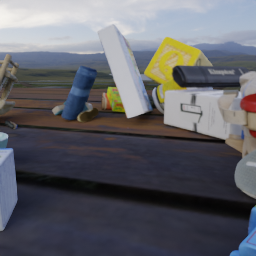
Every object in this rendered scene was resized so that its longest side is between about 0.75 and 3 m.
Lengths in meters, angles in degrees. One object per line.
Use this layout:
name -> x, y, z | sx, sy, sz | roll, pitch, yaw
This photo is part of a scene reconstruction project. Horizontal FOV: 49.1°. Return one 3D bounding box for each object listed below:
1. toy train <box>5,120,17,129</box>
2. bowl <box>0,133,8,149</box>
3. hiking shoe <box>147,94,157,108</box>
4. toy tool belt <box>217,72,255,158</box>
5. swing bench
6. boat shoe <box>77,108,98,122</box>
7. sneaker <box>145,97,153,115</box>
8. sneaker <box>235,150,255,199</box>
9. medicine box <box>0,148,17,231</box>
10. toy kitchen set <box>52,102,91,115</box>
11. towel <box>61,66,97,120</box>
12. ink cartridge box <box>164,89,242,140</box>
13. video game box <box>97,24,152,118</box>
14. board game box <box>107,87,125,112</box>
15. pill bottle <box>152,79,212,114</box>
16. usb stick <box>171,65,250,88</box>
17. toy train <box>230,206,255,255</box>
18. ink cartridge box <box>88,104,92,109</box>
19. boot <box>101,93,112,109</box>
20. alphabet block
toy train -> -3.585, -0.097, 8.596 | 0.214, 0.160, 0.935 | 11, 2, -36
bowl -> -2.665, 0.450, 4.931 | 1.079, 0.564, 1.079 | -1, 12, 0
hiking shoe -> 0.708, -1.210, 12.553 | 1.326, 0.668, 0.502 | 37, -23, -5
toy tool belt -> 2.586, 0.005, 4.858 | 1.737, 1.709, 2.782 | 1, 21, 34
swing bench -> -4.511, -1.301, 9.305 | 1.372, 2.114, 2.103 | 4, 4, -14
boat shoe -> -1.425, -0.411, 9.692 | 0.329, 0.367, 0.991 | -19, 6, 37
sneaker -> 0.756, -0.788, 11.392 | 0.391, 0.467, 1.055 | 19, 37, -9
sneaker -> 2.665, 0.675, 3.482 | 2.505, 0.881, 1.004 | -10, -39, 34
medicine box -> -1.622, 0.700, 3.320 | 0.411, 0.728, 0.799 | -2, 12, -10
toy kitchen set -> -2.113, -0.653, 10.749 | 1.158, 0.928, 0.682 | -35, -2, 22
towel -> -1.646, -1.168, 9.593 | 0.460, 1.894, 1.058 | 26, 13, 8
ink cartridge box -> 2.559, -0.498, 8.126 | 1.898, 1.096, 2.600 | -6, 13, -29
video game box -> -0.006, -1.800, 9.606 | 0.663, 2.831, 2.580 | -19, 1, 13
board game box -> -0.333, -1.213, 11.856 | 0.876, 0.411, 1.724 | 5, 27, -15
pill bottle -> 1.980, -1.352, 10.283 | 1.989, 1.118, 1.118 | -24, -3, 34
usb stick -> 2.604, -1.540, 8.419 | 2.897, 0.472, 0.803 | -5, 47, -27
toy train -> 1.265, 1.010, 1.982 | 0.995, 0.755, 1.742 | -1, 10, 45
ink cartridge box -> -1.904, -0.794, 11.357 | 0.653, 0.383, 0.891 | -7, 14, -24
boot -> -0.781, -1.195, 12.885 | 0.915, 0.640, 1.707 | 2, 20, -8
alphabet block -> 2.485, -2.692, 13.343 | 2.133, 2.122, 2.172 | 35, 8, 35
